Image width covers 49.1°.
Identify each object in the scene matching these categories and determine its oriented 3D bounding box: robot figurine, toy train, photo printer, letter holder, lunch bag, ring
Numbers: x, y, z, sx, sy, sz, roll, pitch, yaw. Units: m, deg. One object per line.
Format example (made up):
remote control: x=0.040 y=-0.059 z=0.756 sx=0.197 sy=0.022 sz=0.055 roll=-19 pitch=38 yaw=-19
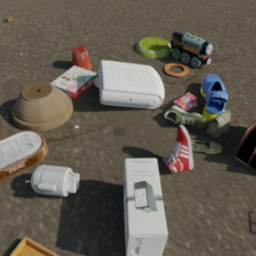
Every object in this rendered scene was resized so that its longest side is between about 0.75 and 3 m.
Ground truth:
robot figurine: x=-2.433 y=1.718 z=9.117 sx=1.636 sy=0.924 sz=1.388 roll=6 pitch=5 yaw=6
toy train: x=3.322 y=-4.243 z=14.933 sx=1.077 sy=1.441 sz=2.529 roll=-34 pitch=53 yaw=-29
photo printer: x=0.152 y=-1.949 z=12.606 sx=2.892 sy=1.004 sz=2.406 roll=3 pitch=45 yaw=-14
letter holder: x=5.137 y=0.305 z=10.062 sx=2.338 sy=1.662 sz=1.176 roll=-30 pitch=52 yaw=-28
lunch bag: x=3.608 y=-0.199 z=11.082 sx=0.799 sy=0.974 sz=0.573 roll=-29 pitch=51 yaw=-26
ring: x=2.523 y=-3.019 z=14.632 sx=1.248 sy=0.120 sz=1.248 roll=0 pitch=43 yaw=0

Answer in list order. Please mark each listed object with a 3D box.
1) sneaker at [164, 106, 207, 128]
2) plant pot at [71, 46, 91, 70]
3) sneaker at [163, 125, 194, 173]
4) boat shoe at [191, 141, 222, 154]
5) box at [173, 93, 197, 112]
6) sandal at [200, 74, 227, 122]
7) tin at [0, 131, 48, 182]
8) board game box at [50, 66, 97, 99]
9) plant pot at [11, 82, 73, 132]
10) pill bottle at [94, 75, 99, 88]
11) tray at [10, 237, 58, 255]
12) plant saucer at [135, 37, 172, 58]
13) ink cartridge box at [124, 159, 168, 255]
sneaker: x=2.262 y=-0.330 z=11.435 sx=1.757 sy=0.589 sz=0.789 roll=28 pitch=40 yaw=35
plant pot: x=-2.487 y=-3.614 z=14.583 sx=1.061 sy=1.032 sz=1.061 roll=0 pitch=44 yaw=0
sneaker: x=1.654 y=0.798 z=9.603 sx=0.970 sy=1.725 sz=0.615 roll=-17 pitch=22 yaw=-7
boat shoe: x=2.950 y=0.685 z=10.593 sx=1.195 sy=0.376 sz=0.436 roll=7 pitch=44 yaw=7
box: x=2.493 y=-1.055 z=12.315 sx=1.021 sy=0.487 sz=0.509 roll=-30 pitch=51 yaw=-27
sandal: x=3.855 y=-1.583 z=12.341 sx=1.151 sy=1.260 sz=2.895 roll=2 pitch=42 yaw=5
tin: x=-4.316 y=0.996 z=10.196 sx=2.736 sy=0.573 sz=1.532 roll=-27 pitch=46 yaw=-25
board game box: x=-2.619 y=-2.255 z=13.638 sx=1.433 sy=0.378 sz=1.873 roll=22 pitch=48 yaw=21
plant pot: x=-3.708 y=-1.127 z=11.910 sx=2.556 sy=1.180 sz=2.556 roll=0 pitch=43 yaw=0
pill bottle: x=-1.277 y=-2.447 z=13.720 sx=0.551 sy=0.551 sz=0.968 roll=10 pitch=44 yaw=10
tray: x=-2.390 y=3.688 z=7.547 sx=1.615 sy=0.299 sz=0.797 roll=20 pitch=47 yaw=18
plant saucer: x=1.471 y=-4.733 z=16.252 sx=2.160 sy=0.336 sz=2.160 roll=0 pitch=43 yaw=0
ink cartridge box: x=0.390 y=2.316 z=7.940 sx=0.995 sy=1.728 sz=2.368 roll=-1 pitch=45 yaw=-3
